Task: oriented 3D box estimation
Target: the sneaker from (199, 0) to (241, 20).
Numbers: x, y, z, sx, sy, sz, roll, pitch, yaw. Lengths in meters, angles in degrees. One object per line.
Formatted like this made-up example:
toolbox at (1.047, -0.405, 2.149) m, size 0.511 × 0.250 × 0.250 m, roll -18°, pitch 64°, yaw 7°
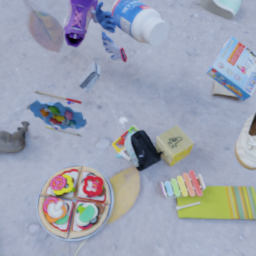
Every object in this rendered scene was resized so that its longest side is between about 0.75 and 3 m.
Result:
sneaker at (4.944, -6.863, 15.077) m, size 2.248 × 0.827 × 1.326 m, roll 34°, pitch 71°, yaw 7°

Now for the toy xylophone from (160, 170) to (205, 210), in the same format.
toy xylophone at (1.981, 2.212, 9.893) m, size 1.566 × 0.393 × 1.147 m, roll -17°, pitch 57°, yaw -10°

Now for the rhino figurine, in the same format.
rhino figurine at (-5.265, 0.427, 10.880) m, size 2.813 × 0.841 × 1.230 m, roll -2°, pitch 59°, yaw 1°

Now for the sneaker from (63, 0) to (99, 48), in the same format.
sneaker at (-1.923, -4.191, 10.863) m, size 1.167 × 2.902 × 1.283 m, roll 14°, pitch 65°, yaw -14°

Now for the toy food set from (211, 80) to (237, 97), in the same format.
toy food set at (4.434, -1.699, 12.409) m, size 1.341 × 0.405 × 0.962 m, roll 11°, pitch 61°, yaw 16°

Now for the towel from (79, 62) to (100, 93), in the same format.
towel at (-1.372, -1.808, 9.922) m, size 0.389 × 0.910 × 0.753 m, roll 31°, pitch 27°, yaw -29°

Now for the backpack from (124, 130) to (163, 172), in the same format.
backpack at (0.463, 0.812, 10.471) m, size 1.179 × 0.894 × 1.413 m, roll -25°, pitch 86°, yaw -33°

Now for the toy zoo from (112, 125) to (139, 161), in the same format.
toy zoo at (0.046, 0.651, 11.125) m, size 1.489 × 0.152 × 0.977 m, roll -41°, pitch 69°, yaw -21°

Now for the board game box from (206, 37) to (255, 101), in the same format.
board game box at (2.961, -1.604, 7.576) m, size 1.266 × 0.361 × 1.293 m, roll 36°, pitch 68°, yaw 0°

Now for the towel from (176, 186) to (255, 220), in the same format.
towel at (3.156, 2.650, 9.958) m, size 2.857 × 0.258 × 1.229 m, roll 1°, pitch 55°, yaw 1°

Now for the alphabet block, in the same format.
alphabet block at (1.713, 0.680, 10.637) m, size 1.009 × 1.004 × 1.027 m, roll -32°, pitch 66°, yaw -15°

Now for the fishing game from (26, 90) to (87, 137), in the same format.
fishing game at (-2.248, -0.311, 8.832) m, size 1.884 × 2.631 × 0.409 m, roll 15°, pitch 65°, yaw -7°

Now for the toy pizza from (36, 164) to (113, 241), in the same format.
toy pizza at (-1.890, 2.517, 9.885) m, size 2.746 × 0.435 × 2.746 m, roll 0°, pitch 60°, yaw 0°

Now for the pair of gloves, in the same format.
pair of gloves at (-0.717, -3.448, 10.185) m, size 0.261 × 2.288 × 1.839 m, roll -31°, pitch 39°, yaw -14°

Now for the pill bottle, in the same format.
pill bottle at (0.427, -3.829, 10.137) m, size 1.220 × 1.220 × 2.175 m, roll -33°, pitch 55°, yaw -17°

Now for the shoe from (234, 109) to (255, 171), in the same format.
shoe at (3.768, 0.261, 8.420) m, size 0.841 × 0.642 × 2.407 m, roll 18°, pitch 45°, yaw 16°
